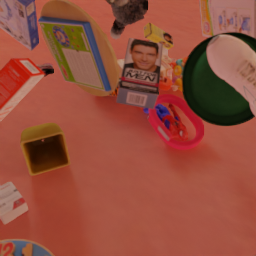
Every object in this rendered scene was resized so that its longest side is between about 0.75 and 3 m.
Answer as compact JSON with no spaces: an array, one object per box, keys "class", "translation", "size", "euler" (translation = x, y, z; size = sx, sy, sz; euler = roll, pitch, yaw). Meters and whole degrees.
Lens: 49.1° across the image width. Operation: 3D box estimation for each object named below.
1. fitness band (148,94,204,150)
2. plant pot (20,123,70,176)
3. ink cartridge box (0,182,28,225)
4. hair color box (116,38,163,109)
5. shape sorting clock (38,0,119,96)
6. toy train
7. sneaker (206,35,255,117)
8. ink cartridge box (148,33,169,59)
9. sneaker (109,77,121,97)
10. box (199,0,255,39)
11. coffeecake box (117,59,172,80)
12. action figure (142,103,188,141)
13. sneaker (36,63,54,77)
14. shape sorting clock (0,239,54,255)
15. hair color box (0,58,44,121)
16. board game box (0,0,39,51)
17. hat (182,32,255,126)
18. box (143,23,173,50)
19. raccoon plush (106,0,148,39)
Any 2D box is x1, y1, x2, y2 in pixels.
[{"class":"fitness band","translation":[1.417,-0.211,8.387],"size":[1.368,0.357,1.905],"euler":[-22,63,-23]},{"class":"plant pot","translation":[-2.272,0.431,7.522],"size":[1.063,1.056,1.087],"euler":[-16,33,-18]},{"class":"ink cartridge box","translation":[-2.775,1.708,6.455],"size":[0.594,0.335,0.809],"euler":[-29,47,-30]},{"class":"hair color box","translation":[0.315,-1.394,6.969],"size":[0.914,0.560,1.846],"euler":[10,54,-2]},{"class":"shape sorting clock","translation":[-1.144,-1.784,6.549],"size":[2.430,2.430,0.477],"euler":[24,56,26]},{"class":"toy train","translation":[1.708,-2.135,10.469],"size":[1.776,0.658,2.365],"euler":[22,48,2]},{"class":"sneaker","translation":[1.866,-0.698,4.084],"size":[1.736,0.611,0.696],"euler":[42,10,-13]},{"class":"ink cartridge box","translation":[1.104,-3.459,12.085],"size":[0.559,1.170,1.332],"euler":[32,48,33]},{"class":"sneaker","translation":[-0.545,-1.421,10.002],"size":[1.968,0.770,0.760],"euler":[16,42,34]},{"class":"box","translation":[3.403,-3.377,8.278],"size":[1.426,1.285,2.535],"euler":[-21,30,-12]},{"class":"coffeecake box","translation":[0.582,-2.203,10.952],"size":[1.808,0.661,1.388],"euler":[-14,41,-16]},{"class":"action figure","translation":[1.096,-0.410,8.866],"size":[0.832,0.658,2.545],"euler":[-14,43,-24]},{"class":"sneaker","translation":[-2.343,-1.512,7.495],"size":[0.752,0.302,0.324],"euler":[-23,58,-20]},{"class":"shape sorting clock","translation":[-2.234,3.035,4.740],"size":[2.384,0.468,2.384],"euler":[0,39,0]},{"class":"hair color box","translation":[-1.507,-0.390,3.374],"size":[0.304,0.991,0.503],"euler":[45,11,-9]},{"class":"board game box","translation":[-3.483,-3.443,7.849],"size":[2.034,2.044,0.443],"euler":[36,68,-2]},{"class":"hat","translation":[1.889,-1.170,5.009],"size":[1.882,2.272,2.000],"euler":[9,2,14]},{"class":"box","translation":[1.016,-3.008,9.217],"size":[1.146,0.287,0.431],"euler":[11,65,-40]},{"class":"raccoon plush","translation":[-0.322,-2.841,6.875],"size":[1.235,1.843,0.892],"euler":[-13,58,-37]}]
